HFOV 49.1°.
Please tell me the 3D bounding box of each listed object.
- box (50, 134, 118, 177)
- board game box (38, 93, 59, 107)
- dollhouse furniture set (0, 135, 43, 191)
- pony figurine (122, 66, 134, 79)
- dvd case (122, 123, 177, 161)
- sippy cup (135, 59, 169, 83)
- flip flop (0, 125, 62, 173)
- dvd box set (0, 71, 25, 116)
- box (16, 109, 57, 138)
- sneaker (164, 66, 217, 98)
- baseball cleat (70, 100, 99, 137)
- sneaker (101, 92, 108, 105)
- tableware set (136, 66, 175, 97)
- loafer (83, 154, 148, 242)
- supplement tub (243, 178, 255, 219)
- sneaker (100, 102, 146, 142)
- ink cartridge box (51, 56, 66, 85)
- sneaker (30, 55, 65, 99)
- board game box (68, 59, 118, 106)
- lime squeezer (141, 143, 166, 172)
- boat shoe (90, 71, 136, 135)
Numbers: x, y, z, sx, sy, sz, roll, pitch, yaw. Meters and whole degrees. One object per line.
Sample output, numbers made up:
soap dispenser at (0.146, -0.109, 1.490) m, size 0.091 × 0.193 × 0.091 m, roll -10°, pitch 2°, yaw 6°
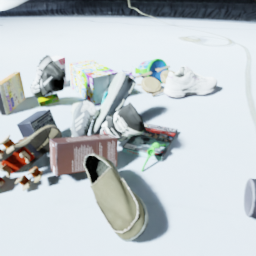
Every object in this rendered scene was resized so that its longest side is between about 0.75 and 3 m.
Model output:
box at (-1.216, 0.717, 7.817) m, size 1.801 × 0.902 × 0.675 m, roll -4°, pitch 12°, yaw -31°
board game box at (-3.377, -1.186, 11.915) m, size 0.835 × 0.424 × 0.199 m, roll -20°, pitch 70°, yaw -15°
dollhouse furniture set at (-3.129, 1.022, 7.374) m, size 1.345 × 1.360 × 0.701 m, roll -35°, pitch 19°, yaw 3°
pony figurine at (-0.009, -2.922, 15.151) m, size 0.756 × 0.629 × 0.730 m, roll 8°, pitch 62°, yaw 8°
dvd case at (0.779, 0.406, 9.465) m, size 1.375 × 0.207 × 1.884 m, roll 11°, pitch 30°, yaw 20°
sippy cup at (1.196, -2.985, 14.600) m, size 1.682 × 1.321 × 1.233 m, roll 34°, pitch -5°, yaw -35°
flip flop at (-2.898, 0.572, 8.117) m, size 2.102 × 0.852 × 0.605 m, roll -33°, pitch 26°, yaw -5°
dvd box set at (-4.903, -1.476, 11.702) m, size 0.263 × 1.308 × 1.788 m, roll 3°, pitch 30°, yaw 6°
box at (-2.857, 0.084, 9.067) m, size 0.645 × 1.039 × 1.047 m, roll -5°, pitch 24°, yaw 26°
sneaker at (2.995, -2.175, 12.872) m, size 2.780 × 1.385 × 1.041 m, roll -11°, pitch 30°, yaw -21°
baseball cleat at (-1.437, -0.191, 9.349) m, size 1.005 × 0.658 × 1.888 m, roll -21°, pitch 58°, yaw 11°
sneaker at (-0.842, -0.875, 11.175) m, size 0.716 × 0.735 × 1.847 m, roll -1°, pitch 29°, yaw -6°
tableware set at (1.563, -2.202, 13.741) m, size 2.224 × 0.446 × 1.470 m, roll -23°, pitch 62°, yaw -26°
loafer at (-0.462, 1.483, 6.432) m, size 0.957 × 0.887 × 2.546 m, roll -44°, pitch 41°, yaw 0°
supplement tub at (3.884, 1.681, 6.079) m, size 2.452 × 1.311 × 1.311 m, roll 6°, pitch 30°, yaw 11°
sneaker at (-0.249, 0.014, 8.618) m, size 1.171 × 0.981 × 2.647 m, roll -29°, pitch -5°, yaw -13°
ink cartridge box at (-3.600, -2.715, 13.800) m, size 0.600 × 1.422 × 1.029 m, roll 18°, pitch 34°, yaw 23°
sneaker at (-3.157, -1.703, 11.175) m, size 1.165 × 2.575 × 0.856 m, roll 39°, pitch 54°, yaw -5°
board game box at (-1.626, -2.165, 12.913) m, size 1.295 × 1.318 × 2.514 m, roll -18°, pitch 33°, yaw -28°
lime squeezer at (0.733, 0.733, 8.372) m, size 0.252 × 0.472 × 1.336 m, roll 32°, pitch 50°, yaw 19°
boat shoe at (-0.504, -0.764, 9.927) m, size 0.757 × 2.508 × 0.948 m, roll 30°, pitch -3°, yaw -23°
